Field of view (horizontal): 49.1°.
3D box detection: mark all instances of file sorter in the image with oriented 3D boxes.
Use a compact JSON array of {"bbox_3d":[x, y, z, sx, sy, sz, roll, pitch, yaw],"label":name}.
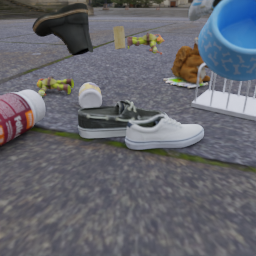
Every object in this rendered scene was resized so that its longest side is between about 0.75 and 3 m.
[{"bbox_3d":[3.923,-1.503,10.248,2.547,1.586,1.768,16,30,30],"label":"file sorter"}]

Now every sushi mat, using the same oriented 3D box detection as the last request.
[{"bbox_3d":[-0.373,-3.825,11.865,0.438,0.915,0.055,-3,12,7],"label":"sushi mat"}]

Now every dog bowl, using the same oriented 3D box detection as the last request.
[{"bbox_3d":[2.515,-1.811,4.774,2.614,0.648,1.457,-21,69,-2],"label":"dog bowl"}]

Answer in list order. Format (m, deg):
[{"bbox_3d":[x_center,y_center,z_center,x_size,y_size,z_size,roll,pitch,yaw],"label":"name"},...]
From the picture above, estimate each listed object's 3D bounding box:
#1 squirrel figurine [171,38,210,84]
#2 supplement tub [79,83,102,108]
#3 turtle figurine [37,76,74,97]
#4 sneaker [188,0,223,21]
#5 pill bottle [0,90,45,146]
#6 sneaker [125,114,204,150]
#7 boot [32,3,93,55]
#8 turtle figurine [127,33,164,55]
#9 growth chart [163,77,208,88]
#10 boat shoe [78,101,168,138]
[{"bbox_3d":[3.018,-3.246,13.089,2.080,1.942,1.472,23,27,35],"label":"squirrel figurine"},{"bbox_3d":[-1.417,-1.190,10.430,0.832,0.832,1.144,-4,27,-8],"label":"supplement tub"},{"bbox_3d":[-3.225,-1.900,12.071,1.635,0.653,2.028,3,27,5],"label":"turtle figurine"},{"bbox_3d":[1.729,-2.689,6.164,0.396,0.418,1.034,4,-23,-31],"label":"sneaker"},{"bbox_3d":[-3.549,-0.301,8.178,1.261,1.261,2.208,12,29,23],"label":"pill bottle"},{"bbox_3d":[1.082,0.064,7.912,2.344,0.830,0.856,-7,27,-14],"label":"sneaker"},{"bbox_3d":[-1.385,-1.887,5.856,1.391,0.962,0.539,-9,4,34],"label":"boot"},{"bbox_3d":[0.548,-2.579,8.384,1.134,0.453,1.406,-3,43,3],"label":"turtle figurine"},{"bbox_3d":[2.627,-2.139,13.124,1.306,0.160,1.804,-15,28,-29],"label":"growth chart"},{"bbox_3d":[-0.094,-0.325,8.601,2.867,0.913,1.014,-7,27,-15],"label":"boat shoe"}]
